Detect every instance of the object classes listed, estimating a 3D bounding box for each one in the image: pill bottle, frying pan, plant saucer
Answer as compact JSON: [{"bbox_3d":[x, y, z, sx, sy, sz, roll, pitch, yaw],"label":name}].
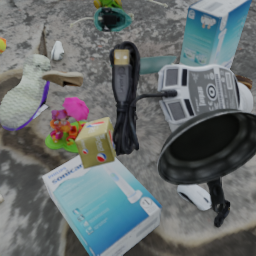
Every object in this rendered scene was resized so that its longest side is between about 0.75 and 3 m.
[{"bbox_3d":[2.501,-0.461,8.393,2.353,1.362,1.362,-25,52,-21],"label":"pill bottle"},{"bbox_3d":[1.492,0.521,4.402,1.621,2.680,0.436,-36,46,20],"label":"frying pan"},{"bbox_3d":[0.414,-1.643,7.594,1.814,0.349,1.814,-6,8,1],"label":"plant saucer"}]

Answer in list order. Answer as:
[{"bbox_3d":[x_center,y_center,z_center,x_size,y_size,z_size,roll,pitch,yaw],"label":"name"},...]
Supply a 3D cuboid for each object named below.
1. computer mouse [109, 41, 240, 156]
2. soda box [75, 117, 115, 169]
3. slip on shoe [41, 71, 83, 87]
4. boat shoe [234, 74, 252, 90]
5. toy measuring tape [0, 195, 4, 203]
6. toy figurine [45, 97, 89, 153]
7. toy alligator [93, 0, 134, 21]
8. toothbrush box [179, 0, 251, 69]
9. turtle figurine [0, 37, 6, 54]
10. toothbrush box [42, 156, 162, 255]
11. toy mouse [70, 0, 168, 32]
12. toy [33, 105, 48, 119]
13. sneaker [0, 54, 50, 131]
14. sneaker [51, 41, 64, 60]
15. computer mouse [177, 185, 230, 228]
[{"bbox_3d":[0.873,-0.498,4.759,2.948,0.647,1.616,-4,85,-38],"label":"computer mouse"},{"bbox_3d":[-0.578,0.228,5.396,0.563,0.532,1.661,-15,11,1],"label":"soda box"},{"bbox_3d":[-1.497,-1.080,6.337,0.964,0.366,0.292,2,77,0],"label":"slip on shoe"},{"bbox_3d":[3.912,-1.736,10.215,1.215,0.428,0.427,24,57,11],"label":"boat shoe"},{"bbox_3d":[-4.100,0.926,7.425,0.971,0.971,2.640,-32,55,-26],"label":"toy measuring tape"},{"bbox_3d":[-1.695,-0.196,8.038,1.658,1.526,1.245,-9,48,-7],"label":"toy figurine"},{"bbox_3d":[-0.728,-5.851,13.890,0.939,0.681,2.834,-40,68,-10],"label":"toy alligator"},{"bbox_3d":[2.933,-3.029,9.788,1.186,2.781,2.036,34,57,29],"label":"toothbrush box"},{"bbox_3d":[-3.081,-1.444,5.712,1.783,0.712,2.211,-24,63,22],"label":"turtle figurine"},{"bbox_3d":[-0.642,1.721,6.607,1.729,1.007,2.361,-31,54,-25],"label":"toothbrush box"},{"bbox_3d":[-0.749,-3.895,8.363,2.612,2.939,0.569,-40,23,12],"label":"toy mouse"},{"bbox_3d":[-3.436,-0.828,9.459,1.228,0.290,0.707,23,52,20],"label":"toy"},{"bbox_3d":[-2.494,-0.712,7.170,0.805,1.152,2.316,14,53,-5],"label":"sneaker"},{"bbox_3d":[-2.877,-3.181,11.607,0.451,0.428,1.121,8,51,-8],"label":"sneaker"},{"bbox_3d":[1.854,1.792,7.031,1.383,0.303,0.758,32,56,26],"label":"computer mouse"}]
